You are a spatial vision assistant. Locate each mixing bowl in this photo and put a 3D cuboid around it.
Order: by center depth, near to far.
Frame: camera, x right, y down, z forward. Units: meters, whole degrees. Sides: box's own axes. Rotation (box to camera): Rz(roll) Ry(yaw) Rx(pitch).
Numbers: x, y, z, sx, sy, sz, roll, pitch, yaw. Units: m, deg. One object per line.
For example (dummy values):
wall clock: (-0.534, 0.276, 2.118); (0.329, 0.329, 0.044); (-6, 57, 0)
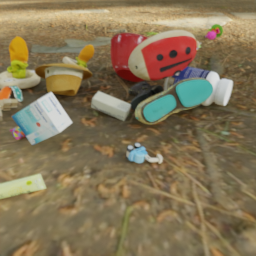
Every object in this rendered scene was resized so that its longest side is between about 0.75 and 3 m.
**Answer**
mixing bowl: (0.222, -2.806, 11.959); (2.417, 2.417, 1.309); (12, 77, 18)

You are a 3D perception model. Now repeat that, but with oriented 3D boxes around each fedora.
fedora: (-2.471, -1.755, 10.726); (2.285, 0.932, 2.285); (0, -5, 0)

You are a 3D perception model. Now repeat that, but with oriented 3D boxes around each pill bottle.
pill bottle: (2.609, -1.550, 10.473); (2.272, 1.262, 1.262); (18, 37, 27)

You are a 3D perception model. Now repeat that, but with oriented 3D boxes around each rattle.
rattle: (-4.545, -2.345, 11.303); (1.729, 1.897, 2.655); (22, 26, -4)
rattle: (-2.244, -3.248, 12.794); (1.274, 1.398, 1.957); (13, 18, -9)

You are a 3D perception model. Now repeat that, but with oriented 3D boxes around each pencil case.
pencil case: (-3.210, 0.023, 8.825); (0.403, 0.403, 0.912); (21, 35, 30)

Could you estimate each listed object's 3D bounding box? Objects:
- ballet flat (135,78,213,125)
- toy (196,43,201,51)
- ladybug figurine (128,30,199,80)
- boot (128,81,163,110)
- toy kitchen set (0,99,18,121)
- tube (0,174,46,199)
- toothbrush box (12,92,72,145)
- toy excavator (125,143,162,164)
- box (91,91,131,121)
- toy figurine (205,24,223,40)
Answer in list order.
ballet flat: (1.468, -0.916, 9.301); (2.878, 1.017, 1.017); (-25, 39, -19)
toy: (2.471, -3.173, 12.241); (0.360, 1.526, 0.879); (45, 40, -10)
ladybug figurine: (1.264, -2.375, 9.592); (2.518, 1.710, 0.906); (-22, 54, 8)
boot: (0.434, -1.280, 10.825); (1.618, 0.560, 1.409); (-33, 31, -22)
toy kitchen set: (-4.278, -0.572, 9.875); (0.750, 0.612, 0.677); (-8, 66, -32)
tube: (-2.655, 1.403, 6.529); (1.354, 0.351, 0.393); (-12, -10, -9)
toothbrush box: (-2.349, -0.223, 7.603); (1.367, 1.001, 0.583); (-20, 18, 37)
toy excavator: (0.422, 0.778, 7.594); (0.770, 0.396, 0.792); (-19, 45, -34)
box: (-0.596, -0.755, 9.702); (1.273, 0.435, 0.523); (24, 43, 7)
toy figurine: (5.438, -6.153, 18.337); (1.170, 0.879, 1.077); (2, 35, 46)
